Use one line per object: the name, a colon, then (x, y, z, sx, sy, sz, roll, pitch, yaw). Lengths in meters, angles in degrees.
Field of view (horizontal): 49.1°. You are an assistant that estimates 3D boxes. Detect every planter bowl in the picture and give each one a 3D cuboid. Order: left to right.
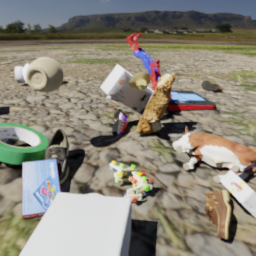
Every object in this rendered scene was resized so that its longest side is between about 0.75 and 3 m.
planter bowl: (-2.128, -1.260, 6.905, 0.891, 0.891, 0.600, 3, 20, 9)

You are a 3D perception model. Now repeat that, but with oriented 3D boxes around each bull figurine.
bull figurine: (2.133, 0.661, 7.367, 2.456, 0.800, 1.491, 13, 27, 35)

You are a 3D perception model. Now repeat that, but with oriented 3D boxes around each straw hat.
straw hat: (0.440, -1.387, 8.888, 0.777, 0.777, 0.329, -8, 54, -19)

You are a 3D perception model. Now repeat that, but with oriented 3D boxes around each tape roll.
tape roll: (-3.114, 0.412, 7.788, 1.689, 0.406, 1.689, 18, 19, -6)

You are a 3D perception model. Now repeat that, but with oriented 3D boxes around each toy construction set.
toy construction set: (0.083, 1.197, 6.266, 0.802, 0.563, 1.223, 17, 21, -26)

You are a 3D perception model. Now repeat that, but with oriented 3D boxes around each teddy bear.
teddy bear: (0.991, -0.698, 9.013, 0.752, 2.252, 1.633, 23, 11, 0)

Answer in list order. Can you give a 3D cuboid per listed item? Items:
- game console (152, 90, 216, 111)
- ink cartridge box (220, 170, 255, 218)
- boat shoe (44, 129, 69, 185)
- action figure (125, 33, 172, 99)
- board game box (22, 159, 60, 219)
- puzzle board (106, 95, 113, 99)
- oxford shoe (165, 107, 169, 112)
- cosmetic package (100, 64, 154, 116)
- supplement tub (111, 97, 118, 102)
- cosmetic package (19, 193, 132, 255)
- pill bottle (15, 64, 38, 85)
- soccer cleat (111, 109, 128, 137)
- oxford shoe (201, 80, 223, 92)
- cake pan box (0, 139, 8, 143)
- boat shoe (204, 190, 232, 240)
game console: (2.469, -1.370, 13.146, 2.404, 0.422, 2.718, -4, 22, -9)
ink cartridge box: (2.373, 1.345, 5.762, 0.609, 0.350, 0.839, 41, 9, -23)
boat shoe: (-1.864, 0.702, 7.163, 0.675, 0.598, 1.845, -8, 34, -6)
action figure: (0.906, -2.275, 10.621, 0.717, 2.774, 0.907, -25, 7, 24)
board game box: (-1.894, 1.266, 6.087, 0.767, 0.145, 1.490, -5, 38, -16)
puzzle board: (-0.177, -1.673, 14.310, 1.650, 0.144, 1.244, 3, 21, 8)
oxford shoe: (1.296, -0.837, 11.700, 0.870, 0.310, 0.310, 0, 33, -19)
cosmetic package: (0.246, -1.178, 9.905, 2.402, 0.991, 0.608, 27, 13, -43)
supplement tub: (-0.712, -1.700, 13.444, 0.920, 0.492, 0.492, 38, 36, 19)
cosmetic package: (-0.718, 1.939, 3.823, 1.333, 0.958, 2.362, 4, 20, 8)
pill bottle: (-5.480, -3.158, 16.584, 2.134, 1.277, 1.277, -3, 21, -8)
soccer cleat: (-0.239, -0.106, 9.752, 0.518, 0.483, 1.416, 38, 28, -23)
oxford shoe: (4.628, -2.260, 15.540, 0.527, 0.528, 1.480, 17, 13, -32)
cake pan box: (-4.691, 0.552, 8.022, 1.866, 0.530, 2.026, 1, 21, -5)
boat shoe: (1.696, 1.622, 5.322, 0.475, 0.506, 1.406, 0, 14, 16)
